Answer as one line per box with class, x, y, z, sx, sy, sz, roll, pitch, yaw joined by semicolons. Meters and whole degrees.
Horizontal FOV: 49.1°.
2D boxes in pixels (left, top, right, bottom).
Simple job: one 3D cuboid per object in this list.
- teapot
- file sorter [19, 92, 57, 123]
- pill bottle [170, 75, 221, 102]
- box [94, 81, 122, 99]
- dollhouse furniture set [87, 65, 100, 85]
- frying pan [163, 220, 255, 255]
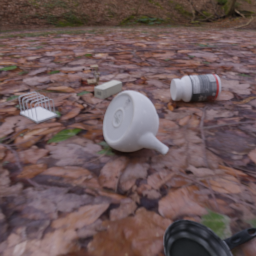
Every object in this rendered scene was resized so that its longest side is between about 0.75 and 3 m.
teapot;0.284;-0.154;10.332;1.739;2.381;2.350;17;-20;-34
file sorter;-4.261;-0.994;13.100;1.508;0.939;1.046;22;34;37
pill bottle;3.541;-2.084;14.845;2.371;1.373;1.373;-5;26;-6
box;-1.121;-2.197;15.959;0.702;0.584;1.708;18;31;33
dollhouse furniture set;-2.140;-3.200;17.354;0.553;1.250;0.648;-11;52;-24
frying pan;1.750;2.519;6.144;1.676;0.451;2.771;39;33;20
